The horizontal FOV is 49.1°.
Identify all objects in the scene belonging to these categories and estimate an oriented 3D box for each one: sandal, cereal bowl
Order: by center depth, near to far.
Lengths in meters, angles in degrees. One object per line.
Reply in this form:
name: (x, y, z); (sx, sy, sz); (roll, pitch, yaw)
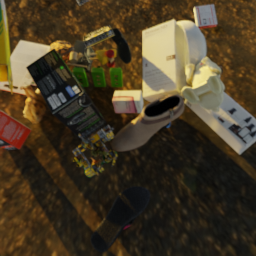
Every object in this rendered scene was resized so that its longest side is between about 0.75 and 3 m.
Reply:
sandal: (-0.226, 2.760, 8.668); (0.882, 0.529, 2.349); (38, 81, 25)
cereal bowl: (2.345, -2.967, 10.352); (0.822, 1.973, 1.973); (-13, 61, 0)

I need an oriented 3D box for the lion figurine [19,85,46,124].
lion figurine: (-3.276, -1.291, 10.686); (0.802, 1.356, 2.214); (-3, 40, 39)

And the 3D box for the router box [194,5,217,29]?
router box: (2.820, -4.057, 10.237); (0.715, 0.195, 0.797); (-6, 80, 2)

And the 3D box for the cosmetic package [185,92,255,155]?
cosmetic package: (3.528, -0.480, 10.337); (1.173, 0.720, 2.843); (-34, 65, -19)

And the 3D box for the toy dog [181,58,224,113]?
toy dog: (2.686, -1.553, 9.292); (1.725, 1.241, 1.779); (38, 41, -23)

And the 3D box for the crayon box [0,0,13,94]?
crayon box: (-4.182, -2.613, 8.909); (0.715, 1.786, 2.813); (-6, 83, -19)

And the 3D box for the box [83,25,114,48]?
box: (-0.972, -2.974, 9.083); (0.976, 0.241, 0.780); (-24, 32, 2)

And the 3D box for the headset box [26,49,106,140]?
headset box: (-1.998, -1.015, 9.604); (1.159, 2.499, 2.176); (-34, 63, -2)

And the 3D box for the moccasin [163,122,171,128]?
moccasin: (1.345, -0.694, 10.525); (0.477, 0.563, 1.399); (3, 61, -2)

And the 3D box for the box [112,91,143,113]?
box: (0.004, -0.726, 7.909); (0.782, 0.500, 0.426); (0, 48, 13)

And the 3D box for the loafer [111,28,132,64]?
loafer: (-0.177, -3.009, 10.383); (0.513, 0.510, 1.410); (-23, 83, 22)

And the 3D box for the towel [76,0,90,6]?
towel: (-1.614, -4.903, 10.055); (0.778, 0.402, 0.940); (-24, 71, -10)

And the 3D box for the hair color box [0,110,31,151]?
hair color box: (-4.666, -0.268, 9.013); (2.677, 1.359, 0.820); (39, 61, -29)

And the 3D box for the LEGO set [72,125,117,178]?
LEGO set: (-0.853, 0.672, 8.901); (1.349, 1.016, 1.754); (59, 30, 6)

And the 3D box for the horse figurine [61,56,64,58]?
horse figurine: (-2.589, -2.353, 9.891); (0.194, 0.779, 0.516); (55, 38, -6)

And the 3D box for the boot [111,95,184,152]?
boot: (0.581, -0.195, 9.160); (2.749, 2.010, 0.966); (-33, 78, -6)

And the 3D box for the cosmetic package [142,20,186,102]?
cosmetic package: (1.302, -2.352, 10.178); (1.373, 1.000, 2.701); (-10, 74, 32)

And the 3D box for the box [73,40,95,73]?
box: (-1.871, -2.919, 11.472); (0.576, 0.914, 0.930); (13, 78, 20)

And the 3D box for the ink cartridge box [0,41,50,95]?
ink cartridge box: (-4.195, -2.340, 11.444); (1.420, 0.656, 2.607); (13, 62, 6)

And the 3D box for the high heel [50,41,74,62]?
high heel: (-2.408, -3.113, 11.177); (1.751, 0.877, 2.457); (-14, 29, 29)

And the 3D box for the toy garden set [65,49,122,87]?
toy garden set: (-1.500, -2.281, 10.531); (2.542, 2.119, 0.507); (1, 69, 1)
